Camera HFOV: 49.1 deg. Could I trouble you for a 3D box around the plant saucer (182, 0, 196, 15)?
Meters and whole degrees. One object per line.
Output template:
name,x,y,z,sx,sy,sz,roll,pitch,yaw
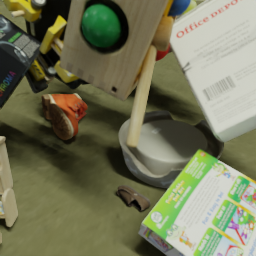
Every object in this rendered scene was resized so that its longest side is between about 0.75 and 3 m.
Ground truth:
plant saucer,0.977,-3.162,6.374,1.292,0.310,1.294,4,54,-40

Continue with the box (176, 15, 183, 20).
box,2.060,-2.705,8.571,0.934,1.076,1.761,-24,57,-9

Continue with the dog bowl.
dog bowl,1.021,0.484,7.018,2.525,0.741,2.525,1,32,0

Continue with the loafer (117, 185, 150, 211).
loafer,0.072,1.464,5.865,0.809,0.295,0.287,20,36,30

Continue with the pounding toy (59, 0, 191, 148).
pounding toy,0.115,-1.488,4.516,1.757,2.275,2.472,28,41,4

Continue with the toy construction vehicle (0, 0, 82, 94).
toy construction vehicle,-2.056,-1.776,5.903,0.885,2.513,2.188,-39,9,-33

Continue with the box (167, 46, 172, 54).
box,0.647,-3.383,10.100,1.459,1.444,1.759,-28,31,-20

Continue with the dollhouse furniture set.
dollhouse furniture set,-3.050,1.135,5.243,1.807,1.280,1.967,2,24,4

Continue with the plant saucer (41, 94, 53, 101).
plant saucer,-2.648,-0.994,10.087,0.899,0.140,0.899,0,31,0

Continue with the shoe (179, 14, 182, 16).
shoe,1.440,-4.066,8.200,0.659,0.863,2.468,27,43,-41

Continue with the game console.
game console,-1.091,-2.359,6.535,2.293,2.607,1.517,33,52,18

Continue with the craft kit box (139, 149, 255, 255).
craft kit box,1.607,1.595,4.803,2.064,0.507,2.090,34,51,19

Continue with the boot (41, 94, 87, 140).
boot,-1.769,-0.490,8.588,1.308,0.916,2.440,-9,31,-24

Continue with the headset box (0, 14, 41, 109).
headset box,-3.277,-1.500,5.639,2.278,1.983,1.057,37,31,-21

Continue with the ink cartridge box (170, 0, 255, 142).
ink cartridge box,2.157,-1.329,5.768,1.942,1.131,2.667,-28,67,18
